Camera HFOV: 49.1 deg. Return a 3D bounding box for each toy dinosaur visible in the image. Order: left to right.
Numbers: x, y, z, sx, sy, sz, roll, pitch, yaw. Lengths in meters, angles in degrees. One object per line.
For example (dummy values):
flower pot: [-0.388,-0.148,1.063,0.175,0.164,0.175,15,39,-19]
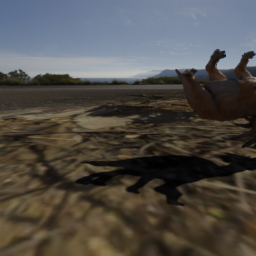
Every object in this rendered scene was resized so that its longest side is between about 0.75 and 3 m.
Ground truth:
toy dinosaur: [2.018,-0.478,5.580,2.645,1.793,1.135,13,48,34]

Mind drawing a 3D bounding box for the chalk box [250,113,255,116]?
chalk box: [4.973,-0.924,11.645,1.213,0.755,0.751,1,9,12]
